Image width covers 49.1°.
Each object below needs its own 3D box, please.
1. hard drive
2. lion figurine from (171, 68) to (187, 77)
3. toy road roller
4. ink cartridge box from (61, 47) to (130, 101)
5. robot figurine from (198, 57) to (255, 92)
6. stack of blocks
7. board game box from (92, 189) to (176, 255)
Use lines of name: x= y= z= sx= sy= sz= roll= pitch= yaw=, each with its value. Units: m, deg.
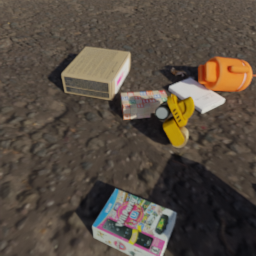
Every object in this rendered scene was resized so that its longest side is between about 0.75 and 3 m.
hard drive: x=2.953 y=-1.448 z=12.230 sx=1.357 sy=0.274 sz=2.057 roll=-24 pitch=47 yaw=-25
lion figurine: x=2.497 y=-2.707 z=13.736 sx=0.804 sy=0.291 sz=0.493 roll=10 pitch=32 yaw=-9
toy road roller: x=1.785 y=-0.327 z=9.551 sx=1.267 sy=1.736 sz=1.067 roll=-25 pitch=6 yaw=21
ink cartridge box: x=-1.384 y=-2.590 z=12.939 sx=2.329 sy=1.062 sz=2.828 roll=12 pitch=42 yaw=12
robot figurine: x=4.260 y=-2.306 z=12.196 sx=2.463 sy=1.772 sz=1.436 roll=1 pitch=48 yaw=-18
stack of blocks: x=0.680 y=-0.951 z=11.434 sx=1.882 sy=0.551 sz=1.084 roll=-5 pitch=41 yaw=-6
board game box: x=0.178 y=2.565 z=7.362 sx=1.821 sy=0.585 sz=1.344 roll=17 pitch=43 yaw=19
